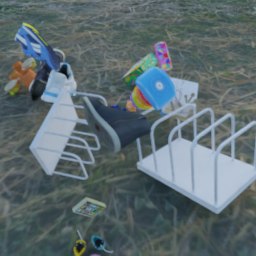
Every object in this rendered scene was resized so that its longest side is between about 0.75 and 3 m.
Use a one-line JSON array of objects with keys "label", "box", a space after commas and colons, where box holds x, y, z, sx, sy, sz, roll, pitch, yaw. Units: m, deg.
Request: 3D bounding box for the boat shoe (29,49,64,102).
[{"label": "boat shoe", "box": [-3.348, -2.060, 11.475, 0.903, 2.511, 0.814, 24, 34, -32]}]

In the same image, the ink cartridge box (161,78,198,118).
[{"label": "ink cartridge box", "box": [1.803, -1.010, 10.011, 0.944, 1.305, 0.961, 11, 74, -3]}]

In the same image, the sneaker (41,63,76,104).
[{"label": "sneaker", "box": [-2.327, -1.763, 10.179, 1.084, 1.253, 2.892, 14, 18, -13]}]

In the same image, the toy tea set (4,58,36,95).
[{"label": "toy tea set", "box": [-4.847, -2.405, 13.352, 1.584, 0.986, 2.663, -28, 40, 11]}]

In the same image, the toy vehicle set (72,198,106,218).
[{"label": "toy vehicle set", "box": [-0.974, 2.025, 7.088, 0.481, 0.774, 0.103, -41, 49, 10]}]

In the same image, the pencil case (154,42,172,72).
[{"label": "pencil case", "box": [1.290, -2.582, 10.272, 0.483, 1.092, 0.483, -17, 25, 8]}]

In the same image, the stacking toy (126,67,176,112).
[{"label": "stacking toy", "box": [0.442, -0.867, 8.189, 0.998, 1.819, 1.056, -40, 94, -32]}]

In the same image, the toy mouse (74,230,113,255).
[{"label": "toy mouse", "box": [-0.812, 2.931, 6.587, 0.926, 0.202, 1.042, 1, 37, 2]}]

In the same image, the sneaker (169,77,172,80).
[{"label": "sneaker", "box": [1.626, -1.957, 11.553, 0.782, 0.277, 0.286, 15, 20, -9]}]

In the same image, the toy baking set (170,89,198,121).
[{"label": "toy baking set", "box": [1.688, -0.702, 8.843, 1.227, 0.942, 0.143, 9, 8, -18]}]

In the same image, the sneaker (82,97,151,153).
[{"label": "sneaker", "box": [-0.339, -0.218, 6.735, 1.030, 0.725, 1.940, -20, 46, -24]}]

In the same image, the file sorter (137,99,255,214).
[{"label": "file sorter", "box": [1.876, 0.520, 7.955, 2.053, 1.842, 2.958, -27, 33, -31]}]

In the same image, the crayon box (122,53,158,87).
[{"label": "crayon box", "box": [0.576, -2.719, 13.064, 1.105, 0.542, 1.861, -28, 18, 37]}]

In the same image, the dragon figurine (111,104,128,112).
[{"label": "dragon figurine", "box": [-0.245, -0.267, 8.258, 0.889, 0.526, 1.788, -15, -12, 21]}]

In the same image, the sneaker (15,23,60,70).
[{"label": "sneaker", "box": [-2.950, -2.521, 9.166, 1.788, 0.735, 0.661, 49, 11, -2]}]

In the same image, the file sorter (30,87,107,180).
[{"label": "file sorter", "box": [-1.615, 0.212, 8.548, 1.427, 1.590, 2.291, 10, 56, 13]}]
